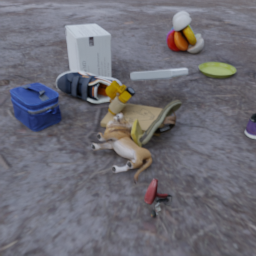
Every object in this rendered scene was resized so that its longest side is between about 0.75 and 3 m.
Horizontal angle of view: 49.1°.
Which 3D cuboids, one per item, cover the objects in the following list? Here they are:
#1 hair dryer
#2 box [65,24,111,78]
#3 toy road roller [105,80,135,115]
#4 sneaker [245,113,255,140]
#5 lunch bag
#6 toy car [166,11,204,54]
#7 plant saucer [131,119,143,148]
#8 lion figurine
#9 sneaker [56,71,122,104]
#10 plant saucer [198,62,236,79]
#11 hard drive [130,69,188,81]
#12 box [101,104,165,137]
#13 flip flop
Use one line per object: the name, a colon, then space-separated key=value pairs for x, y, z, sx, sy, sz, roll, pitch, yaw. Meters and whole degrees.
hair dryer: x=0.706 y=1.660 z=6.915 sx=0.737 sy=0.968 sz=0.263 roll=-34 pitch=33 yaw=-31
box: x=-1.924 y=-3.522 z=13.602 sx=1.617 sy=2.461 sz=2.474 roll=-12 pitch=35 yaw=-18
toy road roller: x=-0.447 y=-1.230 z=10.757 sx=0.986 sy=0.830 sz=1.350 roll=40 pitch=33 yaw=-5
sneaker: x=5.218 y=-0.137 z=9.767 sx=2.094 sy=0.917 sz=0.793 roll=-5 pitch=33 yaw=-7
lunch bag: x=-3.462 y=-0.889 z=10.553 sx=2.010 sy=1.330 sz=1.365 roll=26 pitch=41 yaw=36
toy car: x=3.414 y=-5.828 z=17.880 sx=2.067 sy=2.413 sz=2.757 roll=-30 pitch=26 yaw=23
plant saucer: x=0.281 y=0.219 z=9.327 sx=0.185 sy=0.762 sz=0.762 roll=-8 pitch=39 yaw=17
lion figurine: x=-0.019 y=0.638 z=8.740 sx=1.627 sy=0.963 sz=2.657 roll=-8 pitch=45 yaw=-42
sneaker: x=-1.783 y=-1.767 z=12.083 sx=2.941 sy=1.153 sz=1.168 roll=5 pitch=27 yaw=4
plant saucer: x=4.701 y=-3.031 z=14.865 sx=1.914 sy=0.297 sz=1.914 roll=-1 pitch=32 yaw=0
hard drive: x=1.287 y=-2.091 z=10.912 sx=1.559 sy=0.315 sz=2.363 roll=1 pitch=12 yaw=26
box: x=0.322 y=-0.397 z=10.799 sx=2.251 sy=0.239 sz=1.840 roll=9 pitch=33 yaw=15
flip flop: x=1.204 y=-0.128 z=9.447 sx=0.658 sy=0.927 sz=2.286 roll=38 pitch=50 yaw=8
